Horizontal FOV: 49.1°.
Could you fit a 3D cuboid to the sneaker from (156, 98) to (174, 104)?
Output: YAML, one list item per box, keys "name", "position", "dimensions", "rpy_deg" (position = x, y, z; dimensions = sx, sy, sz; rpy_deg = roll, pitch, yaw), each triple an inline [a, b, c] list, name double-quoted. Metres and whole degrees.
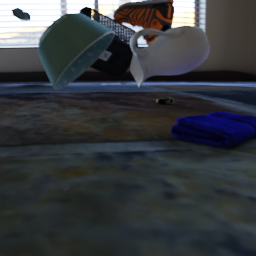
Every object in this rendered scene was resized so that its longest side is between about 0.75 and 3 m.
- name: "sneaker"
  position: [2.195, -1.533, 16.618]
  dimensions: [1.096, 0.393, 0.454]
  rpy_deg: [-2, 36, -5]

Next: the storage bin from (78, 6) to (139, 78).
- name: "storage bin"
  position: [-1.060, -3.458, 11.623]
  dimensions: [2.692, 1.262, 1.820]
  rpy_deg: [19, -40, -27]

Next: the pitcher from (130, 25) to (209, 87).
- name: "pitcher"
  position: [1.279, -2.547, 8.999]
  dimensions: [2.510, 1.522, 2.154]
  rpy_deg: [-21, -26, -4]

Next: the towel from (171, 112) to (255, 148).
- name: "towel"
  position: [2.808, -0.069, 8.577]
  dimensions: [1.985, 0.666, 2.688]
  rpy_deg: [10, 15, 42]

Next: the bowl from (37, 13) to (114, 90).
- name: "bowl"
  position: [-1.362, -1.926, 6.620]
  dimensions: [1.945, 1.017, 1.945]
  rpy_deg: [-43, 6, 5]

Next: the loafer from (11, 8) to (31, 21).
- name: "loafer"
  position: [-3.875, -4.005, 10.023]
  dimensions: [0.372, 0.401, 1.068]
  rpy_deg: [-11, 7, 11]

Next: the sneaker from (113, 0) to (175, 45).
- name: "sneaker"
  position: [0.469, -3.856, 10.428]
  dimensions: [2.653, 1.486, 1.029]
  rpy_deg: [5, 6, 41]
